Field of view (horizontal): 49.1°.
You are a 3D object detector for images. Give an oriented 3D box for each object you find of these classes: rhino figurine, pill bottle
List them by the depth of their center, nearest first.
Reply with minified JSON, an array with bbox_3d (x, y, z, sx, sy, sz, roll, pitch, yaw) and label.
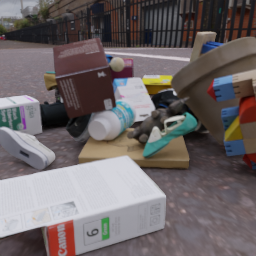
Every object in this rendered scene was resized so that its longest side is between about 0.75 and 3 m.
[{"bbox_3d":[0.763,-0.202,6.623,1.690,0.505,0.739,-39,-12,7],"label":"rhino figurine"},{"bbox_3d":[-0.427,-0.180,7.314,0.815,0.815,1.471,9,24,24],"label":"pill bottle"}]

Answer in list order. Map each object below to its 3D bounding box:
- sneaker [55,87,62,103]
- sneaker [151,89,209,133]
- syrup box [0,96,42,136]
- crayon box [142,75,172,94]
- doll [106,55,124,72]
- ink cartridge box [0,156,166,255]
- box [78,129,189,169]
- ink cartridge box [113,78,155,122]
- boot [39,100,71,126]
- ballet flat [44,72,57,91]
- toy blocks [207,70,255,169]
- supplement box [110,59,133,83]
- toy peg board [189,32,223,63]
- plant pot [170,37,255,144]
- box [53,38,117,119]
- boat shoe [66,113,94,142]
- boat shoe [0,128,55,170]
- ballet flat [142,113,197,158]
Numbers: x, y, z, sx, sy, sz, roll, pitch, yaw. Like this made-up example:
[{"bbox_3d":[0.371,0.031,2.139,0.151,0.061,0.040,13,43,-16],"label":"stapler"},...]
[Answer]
[{"bbox_3d":[-2.472,-1.115,10.613,0.364,0.962,0.555,-6,-16,25],"label":"sneaker"},{"bbox_3d":[1.245,-0.677,8.772,1.579,1.031,2.822,3,16,-34],"label":"sneaker"},{"bbox_3d":[-3.828,-0.195,7.871,2.529,0.996,1.030,-13,23,-34],"label":"syrup box"},{"bbox_3d":[1.414,-2.122,13.857,1.516,0.606,2.388,2,19,9],"label":"crayon box"},{"bbox_3d":[-1.470,-2.528,11.713,2.840,0.688,1.938,3,46,24],"label":"doll"},{"bbox_3d":[-0.911,1.232,4.370,2.654,0.668,1.446,-9,23,-22],"label":"ink cartridge box"},{"bbox_3d":[0.192,0.450,7.187,2.490,0.265,2.035,1,19,5],"label":"box"},{"bbox_3d":[0.197,-0.816,9.435,1.026,0.605,1.783,-8,59,-23],"label":"ink cartridge box"},{"bbox_3d":[-1.851,-0.439,8.893,1.809,0.817,2.207,-8,18,-22],"label":"boot"},{"bbox_3d":[-1.985,-1.721,10.665,2.600,0.820,0.892,4,7,19],"label":"ballet flat"},{"bbox_3d":[2.767,-0.047,5.559,1.965,2.874,1.436,-11,28,27],"label":"toy blocks"},{"bbox_3d":[-0.296,-2.385,13.254,1.112,1.432,2.595,-1,22,1],"label":"supplement box"},{"bbox_3d":[3.320,-2.233,11.201,1.391,2.832,2.844,20,25,18],"label":"toy peg board"},{"bbox_3d":[2.523,-0.774,7.028,2.307,2.002,2.307,-24,-9,-4],"label":"plant pot"},{"bbox_3d":[-1.073,-1.253,6.883,1.216,1.228,1.480,-13,44,-5],"label":"box"},{"bbox_3d":[-1.202,-0.573,7.897,0.705,0.581,2.054,-19,44,32],"label":"boat shoe"},{"bbox_3d":[-2.346,0.404,6.500,1.504,0.533,0.525,27,29,16],"label":"boat shoe"},{"bbox_3d":[0.822,0.108,6.127,1.395,0.491,0.470,-32,13,3],"label":"ballet flat"}]
